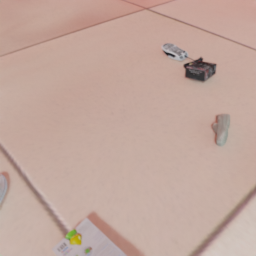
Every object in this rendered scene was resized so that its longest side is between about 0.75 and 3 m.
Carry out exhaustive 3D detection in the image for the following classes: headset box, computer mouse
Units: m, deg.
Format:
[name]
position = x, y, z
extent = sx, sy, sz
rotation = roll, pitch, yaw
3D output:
[headset box]
position = 2.865, -2.261, 11.150
extent = 0.866, 0.450, 1.164
rotation = 21, 37, 34
[computer mouse]
position = 2.277, -3.173, 12.382
extent = 1.041, 0.417, 1.899
rotation = -36, 58, -27

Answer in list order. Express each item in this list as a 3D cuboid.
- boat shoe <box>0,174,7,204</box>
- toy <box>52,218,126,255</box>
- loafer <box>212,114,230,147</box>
[boat shoe]
position = -3.414, 1.653, 7.067
extent = 0.509, 0.453, 1.385
rotation = -7, 43, -8
[toy]
position = -0.676, 2.806, 5.857
extent = 1.723, 0.407, 0.992
rotation = 33, 54, 31
[loafer]
position = 2.894, 0.060, 8.822
extent = 0.497, 0.498, 1.425
rotation = 4, 37, 25
